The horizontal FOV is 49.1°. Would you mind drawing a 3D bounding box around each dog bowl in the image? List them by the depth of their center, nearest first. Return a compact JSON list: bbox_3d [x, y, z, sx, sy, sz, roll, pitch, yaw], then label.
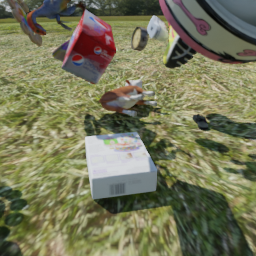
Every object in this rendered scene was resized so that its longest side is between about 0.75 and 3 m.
[{"bbox_3d":[1.331,-1.767,3.445,2.168,2.168,0.799,-11,-11,-22],"label":"dog bowl"}]

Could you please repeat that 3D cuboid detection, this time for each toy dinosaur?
[{"bbox_3d":[-2.065,-3.274,7.890,1.833,1.061,2.020,-29,38,-20],"label":"toy dinosaur"}]

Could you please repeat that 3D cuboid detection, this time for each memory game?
[{"bbox_3d":[-3.339,-3.605,9.070,0.127,1.993,1.993,-23,25,5],"label":"memory game"}]

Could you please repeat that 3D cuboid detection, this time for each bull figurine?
[{"bbox_3d":[0.091,-1.081,9.730,1.503,0.806,2.476,15,29,29],"label":"bull figurine"}]

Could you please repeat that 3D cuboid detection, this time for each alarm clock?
[{"bbox_3d":[0.372,-2.529,7.992,0.318,0.645,0.956,7,16,-21],"label":"alarm clock"}]

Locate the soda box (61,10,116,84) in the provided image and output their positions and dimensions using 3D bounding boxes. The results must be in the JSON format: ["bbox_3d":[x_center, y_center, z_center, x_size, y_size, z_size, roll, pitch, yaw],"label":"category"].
[{"bbox_3d":[-0.746,-1.669,5.518,0.680,0.750,2.144,26,25,-21],"label":"soda box"}]

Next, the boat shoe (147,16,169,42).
[{"bbox_3d":[1.102,-3.315,9.502,0.704,0.610,1.652,21,28,-16],"label":"boat shoe"}]

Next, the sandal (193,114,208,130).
[{"bbox_3d":[2.255,-0.249,8.634,0.368,0.234,0.978,-1,25,-3],"label":"sandal"}]

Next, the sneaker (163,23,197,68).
[{"bbox_3d":[1.729,-3.197,9.033,1.036,2.651,1.197,22,5,-46],"label":"sneaker"}]

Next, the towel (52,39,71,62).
[{"bbox_3d":[-1.585,-2.328,8.883,1.147,0.182,1.597,23,-22,-36],"label":"towel"}]

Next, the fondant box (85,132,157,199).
[{"bbox_3d":[-0.234,0.741,6.195,1.295,0.523,1.795,-5,27,-10],"label":"fondant box"}]
